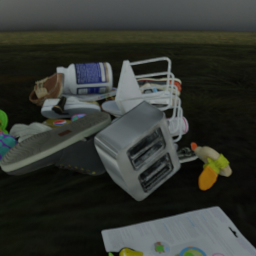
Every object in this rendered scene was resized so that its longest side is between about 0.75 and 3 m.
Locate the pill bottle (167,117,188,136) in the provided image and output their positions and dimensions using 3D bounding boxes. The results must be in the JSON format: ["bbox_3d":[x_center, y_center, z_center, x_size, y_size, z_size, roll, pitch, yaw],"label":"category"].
[{"bbox_3d":[1.418,-0.013,9.570,1.108,0.628,0.628,-9,23,-22],"label":"pill bottle"}]

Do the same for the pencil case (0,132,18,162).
[{"bbox_3d":[-3.686,0.719,7.574,0.678,0.737,1.594,-33,11,19],"label":"pencil case"}]

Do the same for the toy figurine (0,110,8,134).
[{"bbox_3d":[-4.594,-0.382,8.487,1.347,1.652,1.794,-38,59,-17],"label":"toy figurine"}]

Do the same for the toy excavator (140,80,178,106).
[{"bbox_3d":[1.212,-1.335,12.662,1.642,1.689,0.844,-30,35,16],"label":"toy excavator"}]

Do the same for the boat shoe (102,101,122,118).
[{"bbox_3d":[-0.142,-0.502,10.620,2.034,0.665,0.748,19,42,34],"label":"boat shoe"}]

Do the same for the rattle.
[{"bbox_3d":[1.880,0.992,7.326,0.928,1.018,1.426,35,-3,-35],"label":"rattle"}]

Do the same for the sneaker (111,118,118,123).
[{"bbox_3d":[-0.263,-0.040,9.226,0.406,0.419,1.147,50,7,14],"label":"sneaker"}]

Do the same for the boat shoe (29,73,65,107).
[{"bbox_3d":[-3.387,-1.526,11.563,0.931,0.982,2.594,11,-27,-33],"label":"boat shoe"}]

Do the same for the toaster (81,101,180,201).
[{"bbox_3d":[0.197,0.535,6.366,1.821,1.647,1.081,-35,36,-18],"label":"toaster"}]

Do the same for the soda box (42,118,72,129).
[{"bbox_3d":[-2.011,0.092,9.413,1.697,0.543,0.575,7,25,16],"label":"soda box"}]

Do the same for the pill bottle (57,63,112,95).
[{"bbox_3d":[-2.160,-2.427,13.881,2.574,1.489,1.489,-5,22,-13],"label":"pill bottle"}]

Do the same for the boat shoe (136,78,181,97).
[{"bbox_3d":[1.244,-1.871,14.005,2.783,0.991,0.871,0,60,20],"label":"boat shoe"}]

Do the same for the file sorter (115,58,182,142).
[{"bbox_3d":[0.738,-0.699,8.239,1.391,2.234,1.550,-4,52,19],"label":"file sorter"}]

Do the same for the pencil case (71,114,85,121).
[{"bbox_3d":[-1.237,0.254,8.027,0.581,1.315,0.581,-16,-6,-2],"label":"pencil case"}]

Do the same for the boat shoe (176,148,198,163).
[{"bbox_3d":[1.660,0.755,8.036,1.009,0.321,0.357,-14,25,-31],"label":"boat shoe"}]

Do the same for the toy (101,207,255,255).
[{"bbox_3d":[0.786,2.031,4.510,2.235,0.528,1.287,-4,24,-15],"label":"toy"}]

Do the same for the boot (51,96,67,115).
[{"bbox_3d":[-2.496,-0.907,10.251,0.401,0.717,1.036,19,-9,-8],"label":"boot"}]

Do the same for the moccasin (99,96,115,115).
[{"bbox_3d":[-0.693,-1.019,11.871,0.615,0.649,1.682,1,25,40],"label":"moccasin"}]

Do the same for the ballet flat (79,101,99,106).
[{"bbox_3d":[-2.072,-0.944,11.939,1.698,0.600,0.600,2,21,-2],"label":"ballet flat"}]

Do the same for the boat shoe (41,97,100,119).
[{"bbox_3d":[-2.263,-0.880,11.167,2.371,0.872,0.775,1,60,1],"label":"boat shoe"}]

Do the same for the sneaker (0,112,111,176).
[{"bbox_3d":[-1.464,0.769,6.704,2.738,1.454,1.024,-24,30,-26],"label":"sneaker"}]

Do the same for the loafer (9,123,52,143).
[{"bbox_3d":[-2.885,0.286,8.363,2.079,0.726,0.727,-4,-29,42],"label":"loafer"}]

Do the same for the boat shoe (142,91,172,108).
[{"bbox_3d":[0.707,-0.898,11.151,2.130,0.784,0.696,-14,55,21],"label":"boat shoe"}]

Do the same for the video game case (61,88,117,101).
[{"bbox_3d":[-2.015,-1.802,14.674,2.018,0.254,2.818,17,27,37],"label":"video game case"}]
